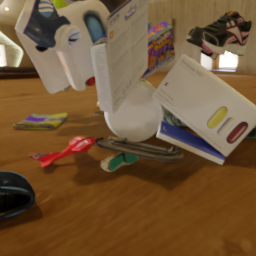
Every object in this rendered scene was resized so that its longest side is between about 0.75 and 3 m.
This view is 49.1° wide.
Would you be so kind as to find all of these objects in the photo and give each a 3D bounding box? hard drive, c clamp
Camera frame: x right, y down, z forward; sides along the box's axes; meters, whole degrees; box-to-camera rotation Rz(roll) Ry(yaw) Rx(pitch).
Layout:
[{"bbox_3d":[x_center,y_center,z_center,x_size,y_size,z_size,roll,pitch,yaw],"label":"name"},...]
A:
[{"bbox_3d":[1.695,0.371,7.774,1.820,0.231,1.201,23,16,2],"label":"hard drive"},{"bbox_3d":[0.354,0.503,7.474,2.575,0.349,2.200,11,3,33],"label":"c clamp"}]

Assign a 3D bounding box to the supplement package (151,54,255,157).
[{"bbox_3d":[2.340,-0.720,8.131,2.606,1.445,2.029,40,20,12],"label":"supplement package"}]

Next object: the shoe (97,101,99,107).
[{"bbox_3d":[-1.079,-1.681,16.046,1.001,0.764,2.864,3,15,13],"label":"shoe"}]

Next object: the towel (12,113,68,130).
[{"bbox_3d":[-3.572,-0.309,11.704,1.672,0.265,2.329,0,15,4],"label":"towel"}]

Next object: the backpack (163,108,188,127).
[{"bbox_3d":[2.354,-1.085,11.339,2.643,2.156,2.032,-14,32,-25],"label":"backpack"}]

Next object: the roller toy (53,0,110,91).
[{"bbox_3d":[-1.331,-2.728,9.403,2.045,2.927,2.670,-23,47,-10],"label":"roller toy"}]

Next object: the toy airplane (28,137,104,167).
[{"bbox_3d":[-1.537,0.587,7.261,1.965,0.361,1.965,-15,8,2],"label":"toy airplane"}]

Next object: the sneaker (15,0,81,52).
[{"bbox_3d":[-1.833,-2.568,6.815,1.424,0.784,1.945,24,39,-27],"label":"sneaker"}]

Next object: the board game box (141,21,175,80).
[{"bbox_3d":[0.803,-3.243,12.594,2.762,1.857,0.618,-35,53,-11],"label":"board game box"}]

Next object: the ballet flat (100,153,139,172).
[{"bbox_3d":[-0.223,0.774,7.132,0.399,0.472,1.248,2,10,40],"label":"ballet flat"}]

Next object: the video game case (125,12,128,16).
[{"bbox_3d":[0.186,-4.266,11.758,1.036,1.143,0.205,24,-33,-11],"label":"video game case"}]

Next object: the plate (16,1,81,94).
[{"bbox_3d":[-2.429,-3.006,10.647,2.654,2.649,0.429,-31,32,-14],"label":"plate"}]

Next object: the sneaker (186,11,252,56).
[{"bbox_3d":[2.905,-3.028,8.707,1.157,1.243,2.880,34,32,32],"label":"sneaker"}]

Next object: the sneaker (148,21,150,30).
[{"bbox_3d":[0.872,-5.165,13.982,0.390,0.639,0.979,-16,-21,2],"label":"sneaker"}]

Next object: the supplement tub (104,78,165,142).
[{"bbox_3d":[0.206,-0.689,9.669,1.973,1.973,2.722,0,13,-1],"label":"supplement tub"}]

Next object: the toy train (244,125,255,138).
[{"bbox_3d":[5.102,0.075,9.647,2.905,0.606,0.819,3,25,10],"label":"toy train"}]

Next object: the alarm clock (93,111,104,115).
[{"bbox_3d":[-0.194,-0.808,12.520,2.815,0.937,1.899,-10,17,-23],"label":"alarm clock"}]

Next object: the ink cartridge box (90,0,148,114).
[{"bbox_3d":[-0.117,-2.101,7.306,0.520,2.560,2.555,16,45,18],"label":"ink cartridge box"}]

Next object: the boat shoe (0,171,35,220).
[{"bbox_3d":[-2.765,1.162,4.296,2.672,1.125,0.917,-15,21,-39],"label":"boat shoe"}]

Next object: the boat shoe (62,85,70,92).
[{"bbox_3d":[-2.662,-3.068,12.281,0.955,2.978,1.097,18,-15,-15],"label":"boat shoe"}]

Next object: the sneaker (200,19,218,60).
[{"bbox_3d":[3.514,-3.783,11.612,0.799,2.016,0.745,19,-23,-3],"label":"sneaker"}]
